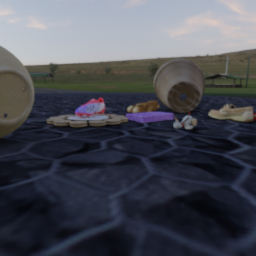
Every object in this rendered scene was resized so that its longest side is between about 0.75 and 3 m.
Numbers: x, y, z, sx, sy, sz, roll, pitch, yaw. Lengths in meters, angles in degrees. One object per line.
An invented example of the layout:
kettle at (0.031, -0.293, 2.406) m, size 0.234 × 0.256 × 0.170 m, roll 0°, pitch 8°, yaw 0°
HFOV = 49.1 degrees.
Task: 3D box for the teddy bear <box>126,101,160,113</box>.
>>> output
teddy bear at (0.704, -0.875, 12.983) m, size 1.148 × 0.529 × 1.583 m, roll 2°, pitch 15°, yaw 37°

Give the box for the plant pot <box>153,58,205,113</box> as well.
plant pot at (2.579, -1.881, 13.702) m, size 2.644 × 2.644 × 2.294 m, roll 1°, pitch 24°, yaw 4°

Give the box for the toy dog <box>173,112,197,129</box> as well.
toy dog at (1.761, -0.253, 8.690) m, size 0.629 × 0.459 × 0.954 m, roll 0°, pitch 9°, yaw 23°

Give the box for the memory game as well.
memory game at (-1.431, -0.286, 9.929) m, size 2.832 × 0.180 × 2.832 m, roll -1°, pitch 9°, yaw 0°

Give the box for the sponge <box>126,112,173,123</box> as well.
sponge at (0.826, -0.419, 10.568) m, size 1.674 × 0.250 × 0.934 m, roll -7°, pitch 13°, yaw -40°

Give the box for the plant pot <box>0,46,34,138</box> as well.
plant pot at (-2.953, -0.741, 5.930) m, size 1.593 × 2.372 × 2.372 m, roll 11°, pitch 13°, yaw 36°

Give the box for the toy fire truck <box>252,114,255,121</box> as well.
toy fire truck at (4.767, -0.415, 9.799) m, size 0.657 × 0.227 × 0.932 m, roll 9°, pitch -8°, yaw 9°

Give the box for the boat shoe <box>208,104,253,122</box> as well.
boat shoe at (3.876, -0.606, 10.601) m, size 0.657 × 0.595 × 1.843 m, roll -6°, pitch 11°, yaw -36°

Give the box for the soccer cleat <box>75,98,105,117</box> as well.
soccer cleat at (-1.397, -0.760, 10.305) m, size 0.563 × 0.646 × 1.689 m, roll 2°, pitch 7°, yaw 26°
